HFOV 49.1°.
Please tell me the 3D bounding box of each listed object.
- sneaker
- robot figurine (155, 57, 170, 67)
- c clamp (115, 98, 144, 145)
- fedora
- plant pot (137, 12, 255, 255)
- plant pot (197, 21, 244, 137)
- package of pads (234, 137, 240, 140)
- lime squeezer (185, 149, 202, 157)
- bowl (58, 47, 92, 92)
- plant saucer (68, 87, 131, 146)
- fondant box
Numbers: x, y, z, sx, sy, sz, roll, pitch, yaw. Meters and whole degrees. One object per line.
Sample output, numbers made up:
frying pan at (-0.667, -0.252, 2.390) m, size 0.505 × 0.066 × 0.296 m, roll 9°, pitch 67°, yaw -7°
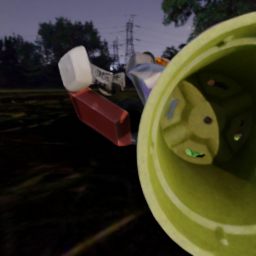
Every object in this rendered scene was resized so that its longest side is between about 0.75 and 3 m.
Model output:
sneaker at (-0.647, -1.477, 8.082) m, size 0.936 × 0.621 × 1.645 m, roll -2°, pitch -20°, yaw 33°
robot figurine at (1.337, -1.890, 9.919) m, size 0.447 × 1.113 × 1.535 m, roll 17°, pitch 20°, yaw -43°
c clamp at (0.411, -0.204, 9.817) m, size 2.309 × 0.366 × 2.702 m, roll 46°, pitch 39°, yaw 13°
fedora at (0.377, -2.143, 10.294) m, size 0.704 × 1.558 × 1.378 m, roll 11°, pitch -19°, yaw -33°
plant pot at (1.440, 0.040, 4.065) m, size 2.742 × 2.742 × 2.521 m, roll 0°, pitch 10°, yaw 0°
plant pot at (2.623, -0.867, 6.632) m, size 2.552 × 2.552 × 2.225 m, roll 6°, pitch -11°, yaw 28°
package of pads at (3.764, 0.368, 8.140) m, size 1.189 × 0.525 × 1.539 m, roll 9°, pitch 18°, yaw 36°
lime squeezer at (1.703, 0.573, 7.535) m, size 1.912 × 0.361 × 0.675 m, roll -23°, pitch -30°, yaw 6°
bowl at (-1.353, -1.417, 6.906) m, size 0.372 × 0.996 × 0.998 m, roll -14°, pitch -1°, yaw -41°
plant saucer at (-0.896, -0.337, 8.502) m, size 2.147 × 0.394 × 2.142 m, roll 32°, pitch -20°, yaw 16°
fondant box at (0.926, -0.892, 8.570) m, size 0.788 × 1.953 × 2.707 m, roll -27°, pitch 18°, yaw -2°
